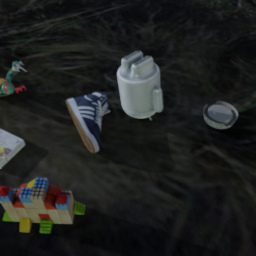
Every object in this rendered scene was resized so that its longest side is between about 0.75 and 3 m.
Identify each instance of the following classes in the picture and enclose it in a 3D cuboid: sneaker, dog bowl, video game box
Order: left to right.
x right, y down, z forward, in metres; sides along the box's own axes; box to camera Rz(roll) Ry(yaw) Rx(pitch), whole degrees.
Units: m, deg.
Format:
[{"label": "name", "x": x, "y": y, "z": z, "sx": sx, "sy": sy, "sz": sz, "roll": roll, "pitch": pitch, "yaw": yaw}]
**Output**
[{"label": "video game box", "x": -4.525, "y": 0.673, "z": 9.651, "sx": 1.394, "sy": 0.326, "sz": 1.270, "roll": 22, "pitch": 48, "yaw": 20}, {"label": "sneaker", "x": -1.175, "y": -0.359, "z": 10.188, "sx": 1.510, "sy": 0.976, "sz": 2.784, "roll": -20, "pitch": 47, "yaw": -16}, {"label": "dog bowl", "x": 3.489, "y": -0.472, "z": 10.704, "sx": 1.280, "sy": 0.375, "sz": 1.280, "roll": 0, "pitch": 46, "yaw": 0}]

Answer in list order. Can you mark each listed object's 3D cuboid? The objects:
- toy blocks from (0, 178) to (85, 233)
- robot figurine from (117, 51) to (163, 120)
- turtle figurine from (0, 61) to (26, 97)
[{"label": "toy blocks", "x": -2.413, "y": 1.965, "z": 7.566, "sx": 2.271, "sy": 1.552, "sz": 1.135, "roll": 2, "pitch": 46, "yaw": 1}, {"label": "robot figurine", "x": 0.418, "y": -1.373, "z": 9.979, "sx": 1.457, "sy": 2.581, "sz": 2.189, "roll": -31, "pitch": 50, "yaw": -21}, {"label": "turtle figurine", "x": -5.405, "y": -1.894, "z": 11.399, "sx": 2.722, "sy": 1.371, "sz": 2.038, "roll": 12, "pitch": 31, "yaw": 33}]
